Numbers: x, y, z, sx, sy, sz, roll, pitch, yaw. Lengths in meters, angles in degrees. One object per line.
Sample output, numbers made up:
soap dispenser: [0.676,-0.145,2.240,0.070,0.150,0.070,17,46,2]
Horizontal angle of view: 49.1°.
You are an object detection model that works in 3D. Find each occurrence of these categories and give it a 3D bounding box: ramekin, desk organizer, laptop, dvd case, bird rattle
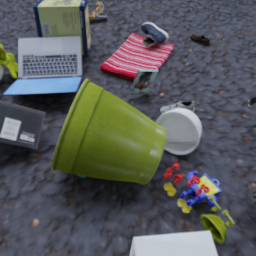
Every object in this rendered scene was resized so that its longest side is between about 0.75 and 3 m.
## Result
ramekin: [1.354,0.055,7.360,1.234,1.234,0.575,25,35,21]
desk organizer: [-3.764,-0.206,7.124,2.870,1.105,1.029,16,76,-29]
laptop: [-2.653,-2.065,8.974,2.179,1.349,2.328,-2,83,-2]
dvd case: [0.474,-1.404,8.690,0.689,0.944,0.104,-4,50,-28]
bird rattle: [-4.842,-1.978,9.234,2.231,1.257,1.819,4,66,8]

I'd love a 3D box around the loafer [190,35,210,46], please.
loafer: [2.883,-3.574,11.156,0.856,0.305,0.312,28,54,23]

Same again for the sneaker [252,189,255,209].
sneaker: [3.298,2.142,5.282,1.118,1.024,2.624,-32,42,29]

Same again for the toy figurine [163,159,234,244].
toy figurine: [1.816,1.428,6.263,1.128,0.993,1.883,-16,48,-36]

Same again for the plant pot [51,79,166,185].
plant pot: [-0.343,0.307,6.549,2.153,2.236,2.236,21,49,-5]

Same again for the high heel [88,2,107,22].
high heel: [-1.547,-5.231,12.498,0.953,0.477,1.336,-11,58,-18]

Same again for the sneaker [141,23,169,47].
sneaker: [0.761,-3.599,10.802,0.963,0.507,1.333,-33,54,-30]

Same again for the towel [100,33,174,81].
towel: [0.382,-2.619,10.319,1.902,0.296,2.630,21,51,17]

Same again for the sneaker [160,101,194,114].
sneaker: [1.492,-0.644,8.448,1.064,0.436,0.398,-10,49,-8]

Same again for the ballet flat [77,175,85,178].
ballet flat: [-1.371,0.984,7.114,0.809,0.281,0.281,24,52,19]

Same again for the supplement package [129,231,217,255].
supplement package: [0.821,2.775,4.837,1.440,1.108,1.506,-2,48,-8]

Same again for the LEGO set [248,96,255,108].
LEGO set: [4.086,-0.360,7.563,2.584,0.732,1.678,7,37,-25]

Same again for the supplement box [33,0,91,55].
supplement box: [-2.300,-3.631,10.136,1.715,1.717,1.153,-1,35,-2]
